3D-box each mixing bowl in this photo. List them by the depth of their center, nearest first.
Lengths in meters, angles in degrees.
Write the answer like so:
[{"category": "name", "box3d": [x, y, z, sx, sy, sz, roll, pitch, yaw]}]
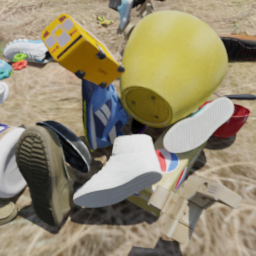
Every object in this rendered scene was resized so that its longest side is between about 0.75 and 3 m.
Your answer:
[{"category": "mixing bowl", "box3d": [2.755, -0.210, 8.254, 1.482, 0.803, 1.482, 2, 21, -1]}]

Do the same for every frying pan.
[{"category": "frying pan", "box3d": [-1.435, 0.633, 6.592, 1.557, 2.573, 0.419, 36, 64, 13]}]

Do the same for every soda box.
[{"category": "soda box", "box3d": [1.149, 0.795, 7.342, 0.992, 0.938, 2.929, 25, 52, 24]}]

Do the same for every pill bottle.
[{"category": "pill bottle", "box3d": [-3.983, 0.577, 7.024, 2.956, 1.710, 1.710, 12, 47, 11]}]

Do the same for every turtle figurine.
[{"category": "turtle figurine", "box3d": [-1.193, -5.092, 13.416, 1.060, 0.341, 0.855, -26, 51, -23]}]

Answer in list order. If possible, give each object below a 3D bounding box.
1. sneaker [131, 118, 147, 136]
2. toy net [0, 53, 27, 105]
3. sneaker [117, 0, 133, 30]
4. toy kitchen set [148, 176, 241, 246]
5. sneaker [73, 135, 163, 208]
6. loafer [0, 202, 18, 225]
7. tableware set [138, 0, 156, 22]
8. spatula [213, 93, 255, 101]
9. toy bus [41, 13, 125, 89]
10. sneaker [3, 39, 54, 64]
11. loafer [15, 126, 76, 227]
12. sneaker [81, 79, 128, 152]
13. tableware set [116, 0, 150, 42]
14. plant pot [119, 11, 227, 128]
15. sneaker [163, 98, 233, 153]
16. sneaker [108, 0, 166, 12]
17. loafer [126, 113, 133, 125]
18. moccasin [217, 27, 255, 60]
[{"category": "sneaker", "box3d": [0.455, -0.409, 8.277, 0.483, 0.690, 1.388, 17, 74, 15]}, {"category": "toy net", "box3d": [-3.007, -1.101, 6.763, 1.136, 0.418, 2.166, -11, 43, -4]}, {"category": "sneaker", "box3d": [-0.146, -3.403, 8.271, 0.382, 0.933, 0.345, 25, 34, 7]}, {"category": "toy kitchen set", "box3d": [0.988, 1.345, 4.651, 0.922, 1.020, 1.130, 31, 80, -13]}, {"category": "sneaker", "box3d": [-0.300, 0.946, 6.376, 2.147, 0.791, 1.241, -25, 47, 17]}, {"category": "loafer", "box3d": [-3.288, 1.985, 6.540, 1.342, 0.452, 0.510, -8, 47, -7]}, {"category": "tableware set", "box3d": [0.901, -2.210, 8.211, 0.344, 2.479, 2.967, -23, 8, 3]}, {"category": "spatula", "box3d": [2.652, -1.000, 8.113, 2.654, 0.273, 0.750, 6, 12, -17]}, {"category": "toy bus", "box3d": [-0.726, -1.331, 5.297, 0.646, 1.984, 0.777, -39, 78, 12]}, {"category": "sneaker", "box3d": [-3.710, -2.928, 11.033, 2.307, 0.865, 1.000, -12, 53, -11]}, {"category": "loafer", "box3d": [-1.713, 0.993, 6.107, 0.985, 2.592, 0.874, 17, 35, 20]}, {"category": "sneaker", "box3d": [-0.604, -0.637, 7.437, 1.165, 2.832, 1.047, -8, 43, -16]}, {"category": "tableware set", "box3d": [0.270, -4.232, 10.682, 0.263, 1.897, 2.271, 37, 14, 1]}, {"category": "plant pot", "box3d": [0.859, -1.182, 7.079, 2.741, 2.741, 1.946, 20, 57, 18]}, {"category": "sneaker", "box3d": [1.704, 0.014, 7.040, 2.031, 0.832, 0.751, -30, 84, -11]}, {"category": "sneaker", "box3d": [0.302, -4.097, 9.051, 1.868, 0.992, 0.698, 20, 10, 15]}, {"category": "loafer", "box3d": [-0.313, -0.502, 8.894, 1.454, 0.508, 0.507, 20, 46, 2]}, {"category": "moccasin", "box3d": [4.605, -3.421, 11.345, 2.776, 1.015, 1.071, -1, 44, 0]}]
